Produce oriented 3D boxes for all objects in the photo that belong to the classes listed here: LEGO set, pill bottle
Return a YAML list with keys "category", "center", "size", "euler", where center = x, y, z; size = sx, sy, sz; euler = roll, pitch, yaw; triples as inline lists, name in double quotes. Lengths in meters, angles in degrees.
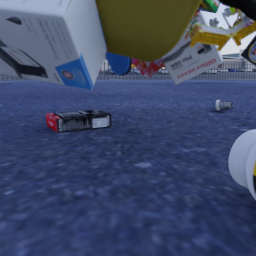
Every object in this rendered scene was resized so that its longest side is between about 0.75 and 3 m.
- category: "LEGO set"
  center: [2.094, -2.504, 6.225]
  size: [2.682, 0.998, 1.234]
  euler: [-17, -28, 8]
- category: "pill bottle"
  center: [1.894, 0.519, 2.802]
  size: [0.996, 0.996, 1.771]
  euler: [-4, 9, -19]

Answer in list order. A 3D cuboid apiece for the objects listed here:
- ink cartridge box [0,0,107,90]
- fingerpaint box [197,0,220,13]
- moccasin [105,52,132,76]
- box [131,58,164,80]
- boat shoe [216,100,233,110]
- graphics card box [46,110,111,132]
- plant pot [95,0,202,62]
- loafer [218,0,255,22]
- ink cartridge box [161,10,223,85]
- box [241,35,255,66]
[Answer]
- category: "ink cartridge box"
  center: [-1.616, -1.545, 4.335]
  size: [2.219, 0.929, 1.610]
  euler: [11, -23, 12]
- category: "fingerpaint box"
  center: [1.289, -3.376, 6.617]
  size: [1.454, 0.639, 1.742]
  euler: [24, 13, 28]
- category: "moccasin"
  center: [-0.284, -3.083, 9.586]
  size: [1.052, 2.615, 0.892]
  euler: [-11, -2, 23]
- category: "box"
  center: [1.298, -3.200, 10.815]
  size: [2.530, 1.261, 1.208]
  euler: [-38, 5, 48]
- category: "boat shoe"
  center: [3.894, -0.944, 11.256]
  size: [0.528, 0.425, 1.138]
  euler: [-2, 8, 31]
- category: "graphics card box"
  center: [-1.375, -0.222, 7.837]
  size: [1.597, 0.406, 1.002]
  euler: [-8, 13, -29]
- category: "plant pot"
  center: [0.168, -2.298, 4.944]
  size: [1.892, 1.879, 1.935]
  euler: [14, -32, -2]
- category: "loafer"
  center: [1.978, -2.498, 4.748]
  size: [0.766, 0.788, 2.158]
  euler: [-35, 46, 14]
- category: "ink cartridge box"
  center: [1.784, -2.842, 9.033]
  size: [1.729, 2.355, 0.976]
  euler: [-24, 27, 23]
- category: "box"
  center: [3.256, -1.549, 5.632]
  size: [1.467, 1.175, 0.325]
  euler: [45, 36, 20]
